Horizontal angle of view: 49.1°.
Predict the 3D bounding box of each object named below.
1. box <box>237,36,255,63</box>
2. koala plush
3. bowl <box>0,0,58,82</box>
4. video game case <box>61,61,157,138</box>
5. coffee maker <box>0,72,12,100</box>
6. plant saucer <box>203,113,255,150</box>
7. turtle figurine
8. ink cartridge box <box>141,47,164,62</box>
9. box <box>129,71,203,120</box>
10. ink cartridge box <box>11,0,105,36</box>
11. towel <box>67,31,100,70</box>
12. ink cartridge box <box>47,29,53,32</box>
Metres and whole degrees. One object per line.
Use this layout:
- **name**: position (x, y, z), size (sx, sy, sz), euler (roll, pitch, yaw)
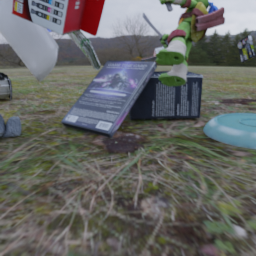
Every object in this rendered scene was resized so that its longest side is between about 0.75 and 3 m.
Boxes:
- **box**: position (4.746, -3.149, 11.244), size (0.194, 0.878, 0.703), euler (-12, -2, -16)
- **koala plush**: position (-4.028, -0.501, 7.788), size (1.506, 1.638, 1.453), euler (8, 18, 30)
- **bowl**: position (-2.785, -2.554, 7.369), size (0.968, 2.593, 2.590), euler (-38, 21, -8)
- **video game case**: position (-0.616, -1.094, 9.142), size (2.126, 0.282, 2.977), euler (12, 58, 37)
- **coffee maker**: position (-7.060, -1.960, 13.806), size (2.084, 1.403, 2.001), euler (-13, 13, -37)
- **plant saucer**: position (3.796, 0.001, 8.342), size (2.992, 0.410, 2.992), euler (0, 16, 0)
- **turtle figurine**: position (0.937, -2.394, 6.874), size (2.496, 2.420, 1.796), euler (22, -25, -13)
- **ink cartridge box**: position (1.112, -2.930, 11.332), size (1.245, 0.312, 1.434), euler (-11, 5, 5)
- **box**: position (1.280, -1.365, 10.948), size (2.560, 1.614, 2.604), euler (0, 15, -1)
- **ink cartridge box**: position (-1.231, -2.814, 5.277), size (1.607, 1.830, 0.767), euler (24, 31, 9)
- **towel**: position (-2.129, -3.602, 11.282), size (0.393, 2.563, 1.912), euler (-38, -20, -6)
- **ink cartridge box**: position (-2.127, -3.743, 9.319), size (1.420, 0.499, 2.380), euler (14, 44, 38)
